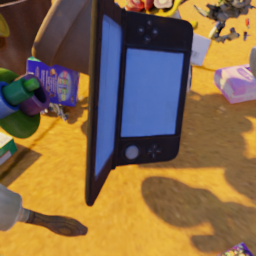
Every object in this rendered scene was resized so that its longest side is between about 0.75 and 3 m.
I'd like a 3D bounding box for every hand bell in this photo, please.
[{"bbox_3d":[-1.220,1.148,3.610,1.660,0.864,0.864,29,27,-34],"label":"hand bell"}]

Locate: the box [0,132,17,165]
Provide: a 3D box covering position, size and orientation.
[{"bbox_3d":[-4.467,0.460,7.615,2.445,0.591,1.435,22,46,19],"label":"box"}]

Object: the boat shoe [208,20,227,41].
[{"bbox_3d":[2.993,-3.279,9.049,0.276,0.976,0.335,44,24,30],"label":"boat shoe"}]

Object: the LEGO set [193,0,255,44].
[{"bbox_3d":[2.573,-2.767,6.915,1.617,2.490,0.706,-6,66,37],"label":"LEGO set"}]

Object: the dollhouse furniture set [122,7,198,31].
[{"bbox_3d":[1.121,-3.420,8.697,2.231,1.456,2.107,-45,100,-23],"label":"dollhouse furniture set"}]

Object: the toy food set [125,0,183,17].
[{"bbox_3d":[0.519,-3.078,6.243,2.150,0.702,1.265,6,66,41],"label":"toy food set"}]

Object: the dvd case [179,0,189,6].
[{"bbox_3d":[1.448,-3.865,7.618,1.573,0.195,1.182,-24,57,30],"label":"dvd case"}]

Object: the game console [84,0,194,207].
[{"bbox_3d":[0.282,-0.419,4.167,2.262,2.572,1.497,-2,16,-26],"label":"game console"}]

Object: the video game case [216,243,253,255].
[{"bbox_3d":[2.114,2.784,5.242,0.907,0.179,1.001,-16,43,-17],"label":"video game case"}]

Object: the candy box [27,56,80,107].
[{"bbox_3d":[-1.722,-1.076,6.477,1.136,0.960,0.437,9,25,-4],"label":"candy box"}]

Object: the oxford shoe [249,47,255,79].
[{"bbox_3d":[4.155,-1.728,8.190,0.652,0.850,2.259,-8,36,1],"label":"oxford shoe"}]

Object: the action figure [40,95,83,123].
[{"bbox_3d":[-2.219,-0.779,9.140,1.449,0.783,1.498,-28,76,-20],"label":"action figure"}]

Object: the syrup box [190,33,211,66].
[{"bbox_3d":[1.122,-1.649,5.870,0.532,0.551,1.352,16,11,-14],"label":"syrup box"}]

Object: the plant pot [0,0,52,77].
[{"bbox_3d":[-2.802,-2.146,7.250,2.262,2.420,2.262,-6,38,4],"label":"plant pot"}]

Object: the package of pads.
[{"bbox_3d":[4.248,-1.603,9.778,2.187,0.827,1.318,-10,45,-11],"label":"package of pads"}]

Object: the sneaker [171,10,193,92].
[{"bbox_3d":[1.058,-1.974,7.146,0.953,0.928,2.394,-17,77,7],"label":"sneaker"}]

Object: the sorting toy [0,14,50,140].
[{"bbox_3d":[-2.076,-0.923,4.771,1.208,2.942,1.768,-24,53,10],"label":"sorting toy"}]

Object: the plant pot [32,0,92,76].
[{"bbox_3d":[-0.632,-1.730,5.404,1.641,1.882,1.882,31,40,-14],"label":"plant pot"}]
